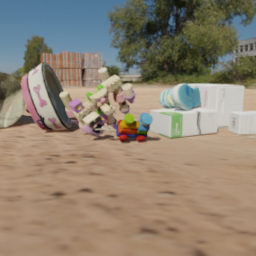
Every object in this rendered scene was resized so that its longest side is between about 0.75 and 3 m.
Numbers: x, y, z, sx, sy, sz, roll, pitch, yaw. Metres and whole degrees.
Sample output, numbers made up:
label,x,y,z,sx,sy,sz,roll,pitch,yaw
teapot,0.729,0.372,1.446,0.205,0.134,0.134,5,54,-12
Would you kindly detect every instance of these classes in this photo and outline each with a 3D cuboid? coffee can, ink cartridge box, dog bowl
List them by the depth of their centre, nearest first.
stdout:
label,x,y,z,sx,sy,sz,roll,pitch,yaw
ink cartridge box,1.903,-0.226,9.623,1.915,0.807,1.399,-4,11,-23
dog bowl,-2.878,-1.000,9.935,0.911,2.471,2.471,-19,10,1
coffee can,-5.771,-1.155,11.041,2.840,2.078,2.078,8,13,35
ink cartridge box,3.317,-0.958,11.444,1.597,1.604,2.187,-3,12,-18

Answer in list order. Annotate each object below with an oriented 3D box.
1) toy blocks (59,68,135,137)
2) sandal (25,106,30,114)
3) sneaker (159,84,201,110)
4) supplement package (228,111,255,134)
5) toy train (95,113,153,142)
label,x,y,z,sx,sy,sz,roll,pitch,yaw
toy blocks,-0.780,-0.486,9.494,2.124,1.914,2.273,-35,44,-18
sandal,-3.636,-1.057,13.608,2.616,0.706,1.051,4,37,1
sneaker,1.578,-1.008,9.819,1.450,0.884,2.222,-4,0,30
supplement package,4.226,-0.194,9.750,1.204,0.704,0.706,-2,10,-9
toy train,-0.111,-0.081,7.912,1.540,0.652,0.891,3,-30,-16
